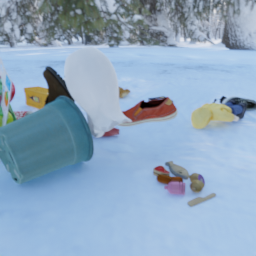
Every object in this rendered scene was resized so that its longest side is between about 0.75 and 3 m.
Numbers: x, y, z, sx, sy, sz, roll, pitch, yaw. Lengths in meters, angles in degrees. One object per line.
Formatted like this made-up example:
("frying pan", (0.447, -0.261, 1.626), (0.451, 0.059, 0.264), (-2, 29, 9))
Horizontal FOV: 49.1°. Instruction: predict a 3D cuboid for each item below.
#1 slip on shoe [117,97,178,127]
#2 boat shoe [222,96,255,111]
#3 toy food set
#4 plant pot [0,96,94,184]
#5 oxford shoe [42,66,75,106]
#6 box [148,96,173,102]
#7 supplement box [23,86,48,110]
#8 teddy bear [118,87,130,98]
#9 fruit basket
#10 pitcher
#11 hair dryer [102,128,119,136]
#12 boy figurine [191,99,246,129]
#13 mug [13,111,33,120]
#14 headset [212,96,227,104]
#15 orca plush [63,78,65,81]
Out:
("slip on shoe", (0.401, -0.519, 8.600), (2.218, 0.679, 0.822), (-7, 28, 29))
("boat shoe", (5.450, -1.155, 13.419), (1.910, 0.689, 0.677), (-5, 17, -17))
("toy food set", (1.335, 1.348, 7.479), (1.223, 0.303, 1.923), (-13, 24, -29))
("plant pot", (-2.408, 0.406, 7.804), (2.060, 2.103, 2.103), (-25, 32, -34))
("oxford shoe", (-2.528, -0.871, 9.975), (1.151, 2.727, 0.991), (-34, 43, -24))
("box", (1.698, -1.402, 14.718), (0.976, 0.243, 0.969), (-10, 22, -22))
("supplement box", (-3.900, -1.374, 13.656), (2.840, 0.945, 0.977), (16, 26, 34))
("teddy bear", (-0.943, -2.169, 16.032), (2.194, 0.732, 1.590), (14, 23, 32))
("fruit basket", (-4.192, -0.824, 8.744), (1.304, 2.783, 2.578), (-7, 41, -33))
("pitcher", (-1.006, -0.910, 8.026), (1.401, 2.312, 1.983), (-21, -4, -33))
("hair dryer", (-0.961, -0.025, 10.874), (1.597, 0.434, 1.216), (19, 27, 39))
("boy figurine", (3.760, -0.574, 11.696), (2.723, 0.877, 1.693), (-15, 29, -32))
("mug", (-4.516, -0.384, 11.546), (0.973, 0.649, 0.863), (5, 20, 21))
("headset", (4.916, -1.271, 14.284), (1.268, 0.596, 0.783), (9, 20, -19))
("orca plush", (-3.083, -2.570, 16.584), (2.899, 1.525, 1.031), (-42, 2, -30))
